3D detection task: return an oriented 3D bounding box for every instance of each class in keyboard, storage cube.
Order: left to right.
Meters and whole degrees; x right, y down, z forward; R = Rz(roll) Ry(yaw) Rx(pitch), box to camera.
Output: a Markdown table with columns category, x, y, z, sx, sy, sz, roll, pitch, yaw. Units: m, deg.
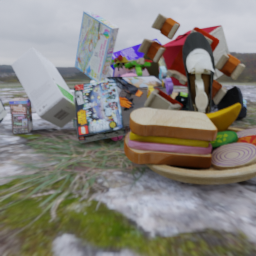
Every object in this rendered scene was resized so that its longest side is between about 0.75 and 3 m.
| category | x | y | z | sx | sy | sz | roll | pitch | yaw |
| --- | --- | --- | --- | --- | --- | --- | --- | --- | --- |
| storage cube | 2.054 | -2.097 | 8.418 | 1.333 | 1.560 | 1.402 | -32 | 23 | -17 |
| keyboard | 2.478 | -0.537 | 7.813 | 0.378 | 0.992 | 1.907 | 10 | -24 | -27 |

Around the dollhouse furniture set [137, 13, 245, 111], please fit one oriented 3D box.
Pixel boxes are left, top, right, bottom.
| category | x | y | z | sx | sy | sz | roll | pitch | yaw |
| --- | --- | --- | --- | --- | --- | --- | --- | --- | --- |
| dollhouse furniture set | 1.450 | -1.447 | 7.535 | 2.434 | 2.408 | 1.254 | 36 | 24 | 11 |

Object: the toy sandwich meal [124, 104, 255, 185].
| category | x | y | z | sx | sy | sz | roll | pitch | yaw |
| --- | --- | --- | --- | --- | --- | --- | --- | --- | --- |
| toy sandwich meal | 1.312 | 0.106 | 5.237 | 2.837 | 0.972 | 2.837 | -5 | 16 | 1 |

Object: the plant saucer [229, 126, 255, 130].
| category | x | y | z | sx | sy | sz | roll | pitch | yaw |
| --- | --- | --- | --- | --- | --- | --- | --- | --- | --- |
| plant saucer | 2.660 | 0.355 | 6.622 | 2.335 | 0.344 | 2.335 | -3 | 13 | 1 |

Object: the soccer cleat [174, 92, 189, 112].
| category | x | y | z | sx | sy | sz | roll | pitch | yaw |
| --- | --- | --- | --- | --- | --- | --- | --- | --- | --- |
| soccer cleat | 1.829 | -0.743 | 9.945 | 0.870 | 1.045 | 2.578 | 14 | 11 | 8 |

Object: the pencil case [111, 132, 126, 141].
| category | x | y | z | sx | sy | sz | roll | pitch | yaw |
| --- | --- | --- | --- | --- | --- | --- | --- | --- | --- |
| pencil case | -0.354 | 0.055 | 8.015 | 0.432 | 0.446 | 0.952 | -6 | 12 | -9 |

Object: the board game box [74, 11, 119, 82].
| category | x | y | z | sx | sy | sz | roll | pitch | yaw |
| --- | --- | --- | --- | --- | --- | --- | --- | --- | --- |
| board game box | -1.069 | -2.566 | 9.057 | 1.303 | 1.939 | 0.332 | 39 | 41 | 24 |

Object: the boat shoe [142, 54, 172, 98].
| category | x | y | z | sx | sy | sz | roll | pitch | yaw |
| --- | --- | --- | --- | --- | --- | --- | --- | --- | --- |
| boat shoe | 1.265 | -1.925 | 11.002 | 0.845 | 2.317 | 0.729 | -22 | -2 | 38 |

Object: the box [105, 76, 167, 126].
| category | x | y | z | sx | sy | sz | roll | pitch | yaw |
| --- | --- | --- | --- | --- | --- | --- | --- | --- | --- |
| box | 0.217 | -0.935 | 9.725 | 2.668 | 1.556 | 0.802 | -12 | 44 | -44 |

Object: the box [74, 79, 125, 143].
| category | x | y | z | sx | sy | sz | roll | pitch | yaw |
| --- | --- | --- | --- | --- | --- | --- | --- | --- | --- |
| box | -0.805 | -0.505 | 7.608 | 1.215 | 0.354 | 1.774 | -11 | 56 | -1 |

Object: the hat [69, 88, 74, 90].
| category | x | y | z | sx | sy | sz | roll | pitch | yaw |
| --- | --- | --- | --- | --- | --- | --- | --- | --- | --- |
| hat | -3.845 | -1.726 | 15.363 | 2.522 | 1.017 | 2.522 | 6 | 9 | -1 |

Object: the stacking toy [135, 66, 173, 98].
| category | x | y | z | sx | sy | sz | roll | pitch | yaw |
| --- | --- | --- | --- | --- | --- | --- | --- | --- | --- |
| stacking toy | 1.263 | -1.662 | 9.499 | 1.649 | 0.514 | 2.186 | -8 | 42 | -9 |

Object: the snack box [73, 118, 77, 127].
| category | x | y | z | sx | sy | sz | roll | pitch | yaw |
| --- | --- | --- | --- | --- | --- | --- | --- | --- | --- |
| snack box | -1.222 | -0.244 | 9.787 | 0.832 | 0.310 | 1.170 | 6 | 14 | 35 |

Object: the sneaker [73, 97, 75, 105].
| category | x | y | z | sx | sy | sz | roll | pitch | yaw |
| --- | --- | --- | --- | --- | --- | --- | --- | --- | --- |
| sneaker | -1.395 | -0.907 | 9.131 | 0.709 | 0.700 | 1.856 | 30 | 8 | 11 |

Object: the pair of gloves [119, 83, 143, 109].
| category | x | y | z | sx | sy | sz | roll | pitch | yaw |
| --- | --- | --- | --- | --- | --- | --- | --- | --- | --- |
| pair of gloves | -0.021 | -0.933 | 8.102 | 0.700 | 0.785 | 0.097 | 29 | -19 | 11 |

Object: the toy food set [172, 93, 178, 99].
| category | x | y | z | sx | sy | sz | roll | pitch | yaw |
| --- | --- | --- | --- | --- | --- | --- | --- | --- | --- |
| toy food set | 2.402 | -1.262 | 13.593 | 1.758 | 0.428 | 1.741 | -10 | 32 | -38 |

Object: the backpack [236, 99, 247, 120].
| category | x | y | z | sx | sy | sz | roll | pitch | yaw |
| --- | --- | --- | --- | --- | --- | --- | --- | --- | --- |
| backpack | 4.289 | -0.798 | 11.269 | 1.076 | 1.014 | 1.318 | 10 | 0 | 28 |

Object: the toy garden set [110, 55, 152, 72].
| category | x | y | z | sx | sy | sz | roll | pitch | yaw |
| --- | --- | --- | --- | --- | --- | --- | --- | --- | --- |
| toy garden set | 0.038 | -2.217 | 9.959 | 1.648 | 0.329 | 1.374 | 0 | 0 | -22 |

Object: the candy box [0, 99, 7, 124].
| category | x | y | z | sx | sy | sz | roll | pitch | yaw |
| --- | --- | --- | --- | --- | --- | --- | --- | --- | --- |
| candy box | -4.304 | -0.087 | 6.095 | 2.581 | 0.787 | 1.760 | 2 | 41 | 7 |

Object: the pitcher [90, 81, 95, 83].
| category | x | y | z | sx | sy | sz | roll | pitch | yaw |
| --- | --- | --- | --- | --- | --- | --- | --- | --- | --- |
| pitcher | -1.151 | -1.769 | 12.138 | 1.041 | 0.893 | 0.631 | 18 | 40 | -8 |

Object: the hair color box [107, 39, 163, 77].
| category | x | y | z | sx | sy | sz | roll | pitch | yaw |
| --- | --- | --- | --- | --- | --- | --- | --- | --- | --- |
| hair color box | 0.286 | -2.904 | 12.722 | 2.727 | 1.491 | 0.884 | -26 | 66 | -24 |

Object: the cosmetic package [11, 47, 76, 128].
| category | x | y | z | sx | sy | sz | roll | pitch | yaw |
| --- | --- | --- | --- | --- | --- | --- | --- | --- | --- |
| cosmetic package | -2.679 | -1.306 | 9.191 | 1.025 | 2.417 | 1.300 | -37 | -24 | 7 |

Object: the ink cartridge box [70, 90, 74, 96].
| category | x | y | z | sx | sy | sz | roll | pitch | yaw |
| --- | --- | --- | --- | --- | --- | --- | --- | --- | --- |
| ink cartridge box | -2.954 | -1.062 | 12.009 | 1.418 | 1.036 | 0.598 | -9 | 15 | -34 |

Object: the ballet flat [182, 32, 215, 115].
| category | x | y | z | sx | sy | sz | roll | pitch | yaw |
| --- | --- | --- | --- | --- | --- | --- | --- | --- | --- |
| ballet flat | 1.681 | -1.140 | 6.438 | 0.709 | 2.084 | 0.713 | -8 | 15 | 10 |

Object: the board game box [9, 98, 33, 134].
| category | x | y | z | sx | sy | sz | roll | pitch | yaw |
| --- | --- | --- | --- | --- | --- | --- | --- | --- | --- |
| board game box | -3.334 | -0.399 | 8.787 | 0.493 | 1.018 | 0.812 | -3 | 12 | -9 |

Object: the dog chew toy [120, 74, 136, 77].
| category | x | y | z | sx | sy | sz | roll | pitch | yaw |
| --- | --- | --- | --- | --- | --- | --- | --- | --- | --- |
| dog chew toy | 0.534 | -1.465 | 12.140 | 1.731 | 1.731 | 2.780 | 9 | 13 | 38 |
